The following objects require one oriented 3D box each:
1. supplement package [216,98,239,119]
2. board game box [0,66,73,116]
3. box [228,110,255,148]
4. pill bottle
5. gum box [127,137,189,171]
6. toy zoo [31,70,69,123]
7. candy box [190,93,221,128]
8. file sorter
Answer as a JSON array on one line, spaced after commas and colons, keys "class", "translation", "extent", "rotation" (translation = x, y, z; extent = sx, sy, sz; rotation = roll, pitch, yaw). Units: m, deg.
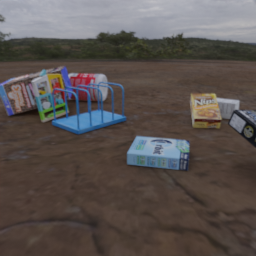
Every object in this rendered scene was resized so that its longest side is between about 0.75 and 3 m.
[{"class": "supplement package", "translation": [4.199, -0.884, 12.605], "extent": [1.347, 0.738, 0.766], "rotation": [11, 21, 32]}, {"class": "board game box", "translation": [-4.337, -1.877, 13.552], "extent": [2.914, 1.411, 2.323], "rotation": [-15, 19, -3]}, {"class": "box", "translation": [3.786, 0.260, 6.859], "extent": [1.704, 0.519, 2.114], "rotation": [-3, 34, -25]}, {"class": "pill bottle", "translation": [-2.601, -2.291, 15.752], "extent": [2.658, 1.492, 1.492], "rotation": [4, 18, 11]}, {"class": "gum box", "translation": [0.933, 0.714, 8.243], "extent": [1.688, 0.376, 1.434], "rotation": [4, 18, 11]}, {"class": "toy zoo", "translation": [-3.303, -1.425, 11.872], "extent": [0.212, 2.075, 1.361], "rotation": [11, 27, 40]}, {"class": "candy box", "translation": [3.159, -0.738, 11.572], "extent": [1.048, 0.502, 1.815], "rotation": [2, 41, 5]}, {"class": "file sorter", "translation": [-1.600, -0.932, 11.451], "extent": [1.763, 1.558, 2.540], "rotation": [16, 24, 41]}]
